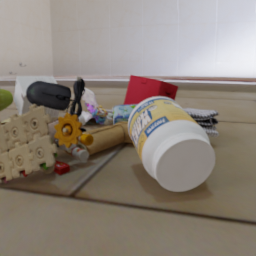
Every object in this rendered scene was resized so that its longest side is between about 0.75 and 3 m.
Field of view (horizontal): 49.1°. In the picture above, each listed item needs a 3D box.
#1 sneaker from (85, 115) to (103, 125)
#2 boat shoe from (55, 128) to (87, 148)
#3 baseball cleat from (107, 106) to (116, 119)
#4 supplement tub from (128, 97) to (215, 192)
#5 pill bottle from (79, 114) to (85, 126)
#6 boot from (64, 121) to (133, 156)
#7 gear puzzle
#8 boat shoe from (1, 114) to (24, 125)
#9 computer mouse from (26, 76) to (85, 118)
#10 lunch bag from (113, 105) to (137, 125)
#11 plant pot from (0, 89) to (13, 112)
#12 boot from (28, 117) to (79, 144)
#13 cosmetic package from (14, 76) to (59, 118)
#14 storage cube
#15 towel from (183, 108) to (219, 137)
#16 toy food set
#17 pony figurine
[{"bbox_3d":[-1.703,-0.369,12.321,1.192,0.400,0.535,1,3,-17],"label":"sneaker"},{"bbox_3d":[-1.974,0.287,9.088,1.435,0.535,0.447,-14,-18,-35],"label":"boat shoe"},{"bbox_3d":[-0.449,-0.668,13.283,0.849,0.556,1.594,0,23,13],"label":"baseball cleat"},{"bbox_3d":[0.920,0.299,6.450,1.514,1.514,2.093,-3,27,-13],"label":"supplement tub"},{"bbox_3d":[-2.145,-0.071,9.852,0.698,0.698,1.236,13,36,42],"label":"pill bottle"},{"bbox_3d":[-0.422,0.371,8.701,2.174,0.821,2.483,-1,10,42],"label":"boot"},{"bbox_3d":[-2.016,0.270,6.052,2.722,1.410,0.356,-20,-12,27],"label":"gear puzzle"},{"bbox_3d":[-2.904,-0.181,7.537,1.027,0.377,0.322,-5,52,9],"label":"boat shoe"},{"bbox_3d":[-2.029,-0.914,7.601,1.627,1.126,0.429,7,-2,1],"label":"computer mouse"},{"bbox_3d":[0.239,-0.351,10.725,1.616,0.666,1.299,-2,-23,-6],"label":"lunch bag"},{"bbox_3d":[-5.777,-1.187,12.088,1.360,1.360,1.454,7,16,26],"label":"plant pot"},{"bbox_3d":[-1.990,0.085,7.527,1.582,0.760,2.164,-30,13,-34],"label":"boot"},{"bbox_3d":[-4.073,-1.373,12.634,1.706,1.408,1.406,-6,47,-33],"label":"cosmetic package"},{"bbox_3d":[0.981,-1.267,12.357,1.885,1.695,1.611,19,9,34],"label":"storage cube"},{"bbox_3d":[1.849,-0.310,9.420,1.651,0.853,1.994,6,6,-26],"label":"towel"},{"bbox_3d":[-1.811,0.634,7.208,1.815,0.867,0.817,-25,25,-38],"label":"toy food set"},{"bbox_3d":[-1.449,-0.774,11.950,1.789,1.543,1.853,18,3,22],"label":"pony figurine"}]
